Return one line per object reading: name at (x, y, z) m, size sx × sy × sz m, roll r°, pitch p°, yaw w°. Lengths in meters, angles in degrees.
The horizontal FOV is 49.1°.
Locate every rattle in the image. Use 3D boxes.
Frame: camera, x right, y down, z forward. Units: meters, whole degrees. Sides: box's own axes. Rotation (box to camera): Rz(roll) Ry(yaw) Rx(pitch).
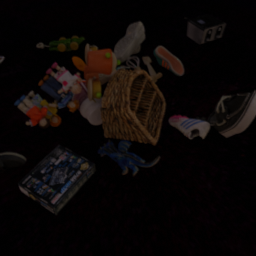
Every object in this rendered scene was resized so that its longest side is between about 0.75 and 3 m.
rattle at (-0.897, -2.213, 9.931) m, size 1.722 × 1.230 × 1.121 m, roll 3°, pitch 40°, yaw 36°

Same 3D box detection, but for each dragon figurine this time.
dragon figurine at (-0.093, 0.705, 7.113) m, size 0.556 × 0.939 × 1.889 m, roll -48°, pitch 19°, yaw -26°

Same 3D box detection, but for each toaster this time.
toaster at (3.472, -4.556, 12.826) m, size 1.280 × 0.840 × 1.415 m, roll -22°, pitch 50°, yaw -20°

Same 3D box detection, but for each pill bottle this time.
pill bottle at (-1.276, -0.830, 9.148) m, size 0.855 × 0.855 × 1.560 m, roll -22°, pitch 49°, yaw -20°

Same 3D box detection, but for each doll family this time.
doll family at (-2.131, -0.799, 8.102) m, size 1.267 × 0.920 × 2.041 m, roll 42°, pitch 83°, yaw -6°

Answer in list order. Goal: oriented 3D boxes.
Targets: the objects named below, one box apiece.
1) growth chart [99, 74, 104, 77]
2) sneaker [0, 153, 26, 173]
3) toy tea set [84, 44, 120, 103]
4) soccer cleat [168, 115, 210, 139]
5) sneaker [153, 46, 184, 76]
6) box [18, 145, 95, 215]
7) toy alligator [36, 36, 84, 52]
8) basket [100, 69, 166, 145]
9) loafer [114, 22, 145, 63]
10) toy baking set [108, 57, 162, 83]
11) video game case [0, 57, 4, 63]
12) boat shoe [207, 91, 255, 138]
growth chart at (-0.992, -2.125, 10.828) m, size 0.814 × 0.072 × 0.589 m, roll 5°, pitch 50°, yaw 9°
sneaker at (-3.486, 1.121, 7.546) m, size 1.409 × 0.527 × 0.748 m, roll -5°, pitch 52°, yaw 4°
toy tea set at (-0.846, -1.824, 8.742) m, size 0.937 × 1.506 × 2.533 m, roll -1°, pitch 26°, yaw -12°
soccer cleat at (1.728, -0.010, 8.378) m, size 1.490 × 0.520 × 0.643 m, roll 7°, pitch 70°, yaw 51°
sneaker at (1.564, -2.548, 10.903) m, size 1.439 × 0.575 × 0.513 m, roll 44°, pitch 77°, yaw -7°
box at (-1.846, 1.299, 7.394) m, size 1.269 × 0.367 × 1.597 m, roll 24°, pitch 50°, yaw 22°
toy alligator at (-2.872, -3.526, 12.099) m, size 2.074 × 0.498 × 0.687 m, roll -6°, pitch 45°, yaw 4°
basket at (0.262, -0.798, 8.507) m, size 1.641 × 1.573 × 2.203 m, roll 8°, pitch 43°, yaw 13°
loafer at (0.162, -3.448, 11.640) m, size 0.910 × 0.909 × 2.604 m, roll -4°, pitch 43°, yaw 34°
toy baking set at (0.264, -2.161, 10.847) m, size 2.564 × 0.298 × 1.968 m, roll -32°, pitch 53°, yaw -27°
video game case at (-5.569, -2.685, 11.522) m, size 0.613 × 0.077 × 0.856 m, roll 4°, pitch 46°, yaw 5°
boat shoe at (2.757, -0.386, 7.534) m, size 0.862 × 2.708 × 0.957 m, roll 31°, pitch 78°, yaw 8°
